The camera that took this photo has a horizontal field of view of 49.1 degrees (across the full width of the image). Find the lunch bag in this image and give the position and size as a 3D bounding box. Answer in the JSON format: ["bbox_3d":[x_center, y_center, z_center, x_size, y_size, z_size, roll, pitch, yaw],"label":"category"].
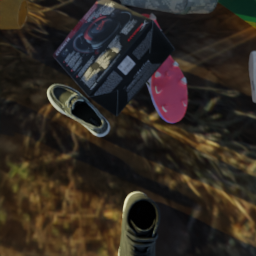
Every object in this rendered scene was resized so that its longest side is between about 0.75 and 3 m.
[{"bbox_3d":[0.668,-2.876,4.409,1.617,1.928,1.343,-11,50,-20],"label":"lunch bag"}]

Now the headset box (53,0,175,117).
[{"bbox_3d":[-0.344,-1.187,4.301,1.278,0.645,1.720,-49,46,5],"label":"headset box"}]

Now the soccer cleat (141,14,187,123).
[{"bbox_3d":[0.543,-1.145,5.572,0.751,0.861,2.251,-18,84,-16],"label":"soccer cleat"}]

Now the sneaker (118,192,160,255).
[{"bbox_3d":[0.204,2.477,5.649,0.852,1.195,2.409,1,72,-2],"label":"sneaker"}]

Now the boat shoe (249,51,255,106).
[{"bbox_3d":[2.349,-0.863,4.798,0.431,0.347,0.930,-8,101,12],"label":"boat shoe"}]

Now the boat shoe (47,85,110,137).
[{"bbox_3d":[-1.243,-0.554,6.988,1.955,0.693,0.705,34,74,11],"label":"boat shoe"}]

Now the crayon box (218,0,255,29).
[{"bbox_3d":[3.598,-4.295,7.777,2.421,0.818,2.806,24,70,-21],"label":"crayon box"}]

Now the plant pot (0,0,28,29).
[{"bbox_3d":[-3.743,-3.377,7.647,1.765,1.645,1.645,16,71,-7],"label":"plant pot"}]
